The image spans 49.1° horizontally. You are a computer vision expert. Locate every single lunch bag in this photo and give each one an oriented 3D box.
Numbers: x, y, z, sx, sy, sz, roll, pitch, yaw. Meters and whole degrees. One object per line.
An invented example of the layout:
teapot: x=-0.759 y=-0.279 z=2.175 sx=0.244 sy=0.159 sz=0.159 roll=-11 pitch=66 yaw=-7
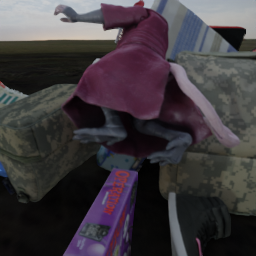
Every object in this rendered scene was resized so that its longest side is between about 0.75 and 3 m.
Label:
lunch bag: x=0.053 y=0.059 z=5.676 sx=0.779 sy=1.519 sz=1.889 roll=31 pitch=12 yaw=-11
lunch bag: x=2.017 y=-0.057 z=4.629 sx=2.861 sy=2.399 sz=1.993 roll=6 pitch=19 yaw=17
lunch bag: x=-1.247 y=0.206 z=4.574 sx=1.188 sy=1.430 sz=1.704 roll=9 pitch=32 yaw=36

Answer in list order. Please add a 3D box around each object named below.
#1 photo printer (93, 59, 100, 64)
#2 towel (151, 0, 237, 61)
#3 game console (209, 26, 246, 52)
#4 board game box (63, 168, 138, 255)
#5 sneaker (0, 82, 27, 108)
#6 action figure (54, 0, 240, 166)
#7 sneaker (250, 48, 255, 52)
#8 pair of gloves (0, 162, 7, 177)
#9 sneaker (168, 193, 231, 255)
photo printer: x=-0.809 y=-1.526 z=8.942 sx=1.030 sy=1.239 sz=0.430 roll=26 pitch=-10 yaw=-12
towel: x=1.383 y=-1.531 z=6.082 sx=2.658 sy=1.952 sz=0.316 roll=30 pitch=-23 yaw=-22
game console: x=2.123 y=-1.904 z=8.778 sx=2.404 sy=2.719 sz=0.422 roll=-1 pitch=48 yaw=-8
board game box: x=-0.302 y=1.372 z=2.083 sx=0.356 sy=1.322 sz=2.203 roll=4 pitch=19 yaw=12
sneaker: x=-4.344 y=-1.158 z=10.122 sx=2.213 sy=1.035 sz=0.779 roll=-6 pitch=19 yaw=-15
action figure: x=0.164 y=-1.072 z=4.120 sx=2.210 sy=1.988 sz=2.967 roll=-15 pitch=51 yaw=32
sneaker: x=4.190 y=-0.945 z=7.163 sx=2.977 sy=1.097 sz=1.291 roll=45 pitch=63 yaw=12
pair of gloves: x=-2.219 y=0.475 z=6.083 sx=1.990 sy=0.282 sz=2.475 roll=1 pitch=15 yaw=4
sneaker: x=0.929 y=1.279 z=3.500 sx=0.811 sy=0.578 sz=1.635 roll=-3 pitch=14 yaw=8
